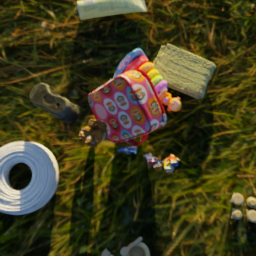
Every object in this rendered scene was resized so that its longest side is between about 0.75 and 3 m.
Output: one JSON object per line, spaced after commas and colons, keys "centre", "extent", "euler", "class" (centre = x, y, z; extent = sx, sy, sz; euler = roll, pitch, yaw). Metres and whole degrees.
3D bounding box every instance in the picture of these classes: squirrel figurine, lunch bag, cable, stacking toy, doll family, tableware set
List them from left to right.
{"centre": [-3.955, 1.782, 10.262], "extent": [2.695, 0.933, 2.695], "euler": [6, 74, 2], "class": "cable"}
{"centre": [-1.528, 0.427, 10.739], "extent": [0.752, 0.805, 0.570], "euler": [20, 72, 37], "class": "squirrel figurine"}
{"centre": [-1.131, 0.059, 9.359], "extent": [0.797, 0.604, 0.854], "euler": [20, 116, 19], "class": "squirrel figurine"}
{"centre": [-0.063, -0.504, 9.592], "extent": [1.133, 2.765, 2.435], "euler": [-32, 100, -36], "class": "lunch bag"}
{"centre": [0.122, 5.240, 9.622], "extent": [2.229, 0.310, 2.668], "euler": [-31, 77, -8], "class": "tableware set"}
{"centre": [0.904, -1.561, 10.702], "extent": [2.741, 1.504, 1.591], "euler": [43, 98, 14], "class": "stacking toy"}
{"centre": [0.997, 1.091, 8.600], "extent": [1.110, 0.689, 0.500], "euler": [5, 110, -4], "class": "doll family"}
{"centre": [4.315, 2.961, 10.361], "extent": [1.123, 0.130, 0.938], "euler": [11, 74, 3], "class": "tableware set"}

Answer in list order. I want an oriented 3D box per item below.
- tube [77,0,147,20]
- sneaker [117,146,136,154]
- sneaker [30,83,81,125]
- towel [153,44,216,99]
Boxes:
{"centre": [-0.731, -5.442, 12.463], "extent": [2.998, 0.870, 0.778], "euler": [-14, 35, -6], "class": "tube"}
{"centre": [-0.048, 0.880, 10.818], "extent": [0.788, 0.291, 0.324], "euler": [-4, 95, 9], "class": "sneaker"}
{"centre": [-2.657, -0.817, 10.377], "extent": [2.379, 1.363, 0.909], "euler": [28, 80, 35], "class": "sneaker"}
{"centre": [2.221, -2.360, 11.660], "extent": [2.473, 0.451, 1.834], "euler": [24, 77, 9], "class": "towel"}
